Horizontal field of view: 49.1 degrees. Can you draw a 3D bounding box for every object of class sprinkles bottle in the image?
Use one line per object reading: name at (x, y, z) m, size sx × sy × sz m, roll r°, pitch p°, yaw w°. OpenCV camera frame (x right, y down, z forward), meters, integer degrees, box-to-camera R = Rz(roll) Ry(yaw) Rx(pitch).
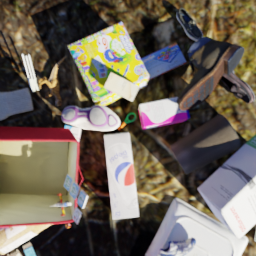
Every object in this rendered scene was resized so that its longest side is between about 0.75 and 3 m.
sprinkles bottle at (-3.755, 3.376, 8.969) m, size 2.864 × 0.977 × 0.977 m, roll -31°, pitch 83°, yaw -5°

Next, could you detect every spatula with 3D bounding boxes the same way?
spatula at (-3.249, -1.834, 9.351) m, size 0.101 × 0.870 × 1.252 m, roll -10°, pitch 102°, yaw 2°

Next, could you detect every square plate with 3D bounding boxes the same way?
square plate at (2.129, 4.199, 9.107) m, size 2.782 × 0.399 × 2.809 m, roll 29°, pitch 82°, yaw 6°

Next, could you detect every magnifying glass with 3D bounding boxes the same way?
magnifying glass at (-0.055, -0.214, 9.867) m, size 0.811 × 0.091 × 0.323 m, roll -41°, pitch 59°, yaw -4°

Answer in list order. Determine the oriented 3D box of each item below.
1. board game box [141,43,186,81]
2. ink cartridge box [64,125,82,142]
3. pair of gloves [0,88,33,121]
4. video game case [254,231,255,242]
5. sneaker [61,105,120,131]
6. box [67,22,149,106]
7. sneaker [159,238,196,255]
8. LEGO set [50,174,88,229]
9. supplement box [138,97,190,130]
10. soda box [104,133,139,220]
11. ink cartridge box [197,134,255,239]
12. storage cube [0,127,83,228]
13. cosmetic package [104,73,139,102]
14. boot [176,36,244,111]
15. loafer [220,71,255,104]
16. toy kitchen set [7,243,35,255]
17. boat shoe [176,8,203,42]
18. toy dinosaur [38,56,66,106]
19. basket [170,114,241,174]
board game box at (1.206, -2.387, 10.172) m, size 1.615 × 0.157 × 0.832 m, roll -25°, pitch 84°, yaw -3°
ink cartridge box at (-1.983, 0.362, 9.702) m, size 0.563 × 0.329 × 0.778 m, roll 12°, pitch 79°, yaw 1°
pair of gloves at (-4.419, 0.051, 9.679) m, size 2.349 × 0.484 × 2.763 m, roll -7°, pitch 83°, yaw -1°
video game case at (5.332, 3.003, 9.399) m, size 1.853 × 0.234 × 2.034 m, roll 13°, pitch 83°, yaw 2°
sneaker at (-1.135, -0.302, 9.260) m, size 2.074 × 1.033 × 0.777 m, roll 10°, pitch 80°, yaw 25°
box at (-0.643, -2.070, 9.565) m, size 1.993 × 1.262 × 2.069 m, roll -25°, pitch 82°, yaw -3°
sneaker at (1.544, 3.735, 8.768) m, size 1.221 × 0.459 × 0.538 m, roll -33°, pitch 81°, yaw -6°
LEGO set at (-1.593, 2.016, 7.363) m, size 0.960 × 0.315 × 1.285 m, roll 37°, pitch 117°, yaw 34°
supplement box at (1.185, -0.495, 9.583) m, size 1.570 × 0.812 × 0.795 m, roll -11°, pitch 83°, yaw -3°
soda box at (-0.227, 1.548, 9.233) m, size 0.854 × 0.919 × 2.691 m, roll -6°, pitch 83°, yaw -1°
ink cartridge box at (3.719, 1.763, 8.623) m, size 2.719 × 1.143 × 1.984 m, roll -41°, pitch 126°, yaw -5°
storage cube at (-2.738, 1.238, 8.088) m, size 2.643 × 2.376 × 2.260 m, roll 1°, pitch 98°, yaw -18°
cosmetic package at (-0.206, -1.256, 8.651) m, size 0.987 × 0.361 × 0.511 m, roll 25°, pitch 92°, yaw -7°
boot at (2.351, -1.889, 9.408) m, size 2.999 × 1.120 × 1.454 m, roll -42°, pitch 58°, yaw -13°
loafer at (3.626, -1.499, 9.785) m, size 0.564 × 0.643 × 1.789 m, roll -31°, pitch 75°, yaw -17°
toy kitchen set at (-3.355, 4.287, 8.674) m, size 1.046 × 0.838 × 0.616 m, roll -23°, pitch 120°, yaw -25°
boat shoe at (2.239, -3.760, 10.223) m, size 0.475 × 0.392 × 1.384 m, roll -37°, pitch 85°, yaw -1°
toy dinosaur at (-2.689, -1.641, 9.975) m, size 0.956 × 0.543 × 1.799 m, roll -2°, pitch 89°, yaw -20°
basket at (2.443, 0.592, 9.132) m, size 1.905 × 1.718 × 1.296 m, roll -30°, pitch 73°, yaw 5°
